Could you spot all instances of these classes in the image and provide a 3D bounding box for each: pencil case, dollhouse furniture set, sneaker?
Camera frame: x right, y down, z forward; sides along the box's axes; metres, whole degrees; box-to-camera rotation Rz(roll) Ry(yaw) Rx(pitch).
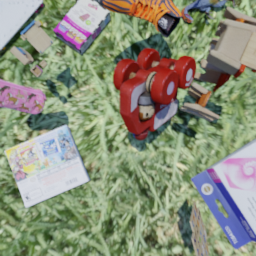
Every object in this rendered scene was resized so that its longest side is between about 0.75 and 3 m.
[{"bbox_3d":[-3.069,-0.856,7.276,0.796,1.839,0.761,11,88,37],"label":"pencil case"},{"bbox_3d":[2.607,-1.536,7.076,1.420,2.726,2.756,24,90,6],"label":"dollhouse furniture set"},{"bbox_3d":[-2.481,-2.212,7.809,1.141,0.745,1.078,-44,106,4],"label":"dollhouse furniture set"},{"bbox_3d":[0.557,-3.209,7.531,2.608,1.012,1.461,-17,65,-38],"label":"sneaker"}]

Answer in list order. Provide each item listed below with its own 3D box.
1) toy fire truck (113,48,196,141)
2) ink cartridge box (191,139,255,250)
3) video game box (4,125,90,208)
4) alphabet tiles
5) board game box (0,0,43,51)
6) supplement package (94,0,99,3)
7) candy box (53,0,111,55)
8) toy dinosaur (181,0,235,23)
[{"bbox_3d":[0.672,-0.780,7.322,1.409,2.111,2.514,21,38,29],"label":"toy fire truck"},{"bbox_3d":[4.153,2.222,9.447,2.934,0.635,2.880,-32,82,1],"label":"ink cartridge box"},{"bbox_3d":[-2.807,1.320,9.786,2.326,0.544,2.119,-22,85,-3],"label":"video game box"},{"bbox_3d":[2.002,3.039,7.824,0.059,1.857,1.545,-16,94,20],"label":"alphabet tiles"},{"bbox_3d":[-5.149,-4.549,10.666,2.830,0.366,2.831,37,83,5],"label":"board game box"},{"bbox_3d":[-0.660,-5.640,10.462,1.430,1.052,1.368,-7,82,-2],"label":"supplement package"},{"bbox_3d":[-1.697,-3.860,10.469,1.259,0.563,1.846,37,84,5],"label":"candy box"},{"bbox_3d":[3.005,-4.659,10.639,1.896,2.089,1.097,-10,111,26],"label":"toy dinosaur"}]
